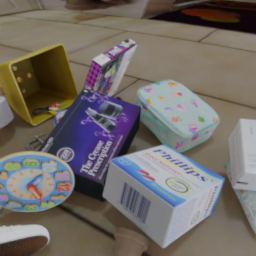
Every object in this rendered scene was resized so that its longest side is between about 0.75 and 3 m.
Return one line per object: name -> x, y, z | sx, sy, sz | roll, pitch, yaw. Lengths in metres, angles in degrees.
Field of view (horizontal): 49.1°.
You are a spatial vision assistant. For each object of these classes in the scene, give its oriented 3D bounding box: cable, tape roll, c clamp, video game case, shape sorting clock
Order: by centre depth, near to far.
shape sorting clock -> -2.382, 1.404, 6.865 | 2.104, 2.104, 0.413 | -9, 40, -13
c clamp -> -3.166, 0.554, 9.931 | 0.909, 0.144, 1.064 | -23, 39, -30
tape roll -> -5.465, -0.313, 10.060 | 2.415, 0.798, 2.415 | -13, 23, 5
video game case -> -0.902, -1.991, 11.298 | 0.503, 2.811, 2.548 | 37, 46, 7
cable -> -3.335, -0.804, 11.427 | 1.215, 0.306, 0.590 | 1, 76, 0

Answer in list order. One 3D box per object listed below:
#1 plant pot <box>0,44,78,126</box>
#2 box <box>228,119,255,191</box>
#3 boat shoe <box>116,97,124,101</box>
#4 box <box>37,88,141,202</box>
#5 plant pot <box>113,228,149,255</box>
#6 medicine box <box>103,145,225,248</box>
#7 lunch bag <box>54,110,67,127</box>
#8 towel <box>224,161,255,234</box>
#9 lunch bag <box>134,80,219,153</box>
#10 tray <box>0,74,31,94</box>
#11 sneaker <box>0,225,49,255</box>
plant pot -> -3.986, -1.908, 11.681 | 2.239, 2.538, 2.539 | 13, 37, 37
box -> 3.582, 0.746, 7.263 | 1.597, 1.049, 1.606 | 5, 58, 5
boat shoe -> -0.283, -0.988, 11.972 | 0.394, 0.400, 1.075 | -40, 43, -4
box -> -1.072, 0.380, 8.409 | 2.085, 1.165, 2.954 | 17, 52, 12
plant pot -> -0.021, 2.731, 6.208 | 0.799, 0.799, 0.697 | 12, 54, 18
medicine box -> 0.896, 1.517, 7.083 | 2.049, 1.158, 2.250 | 30, 28, 37
lunch bag -> -1.372, 0.041, 10.045 | 2.424, 0.916, 1.942 | -9, 36, -11
towel -> 4.347, 1.746, 7.658 | 2.777, 0.669, 2.377 | -2, 33, -2
lunch bag -> 1.603, -0.509, 10.206 | 2.282, 1.097, 2.845 | -25, 56, -31
tray -> -5.037, -2.172, 13.835 | 1.075, 0.403, 2.179 | 16, 38, 22
sneaker -> -3.251, 2.407, 6.221 | 2.865, 1.043, 1.213 | -9, 43, -12
